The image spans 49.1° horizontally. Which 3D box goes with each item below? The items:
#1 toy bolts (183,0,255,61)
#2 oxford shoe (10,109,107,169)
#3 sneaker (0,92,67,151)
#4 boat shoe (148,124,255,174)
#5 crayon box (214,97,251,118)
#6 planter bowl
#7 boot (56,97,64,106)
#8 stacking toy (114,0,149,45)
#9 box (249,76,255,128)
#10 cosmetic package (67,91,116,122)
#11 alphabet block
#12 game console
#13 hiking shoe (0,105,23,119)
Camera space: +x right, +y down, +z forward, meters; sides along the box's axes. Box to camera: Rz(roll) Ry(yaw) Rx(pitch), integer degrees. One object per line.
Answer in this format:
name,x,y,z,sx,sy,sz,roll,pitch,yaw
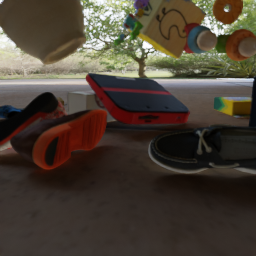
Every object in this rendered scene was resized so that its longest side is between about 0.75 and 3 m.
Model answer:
toy bolts,2.719,-2.854,8.119,2.060,1.967,1.429,-10,23,-5
oxford shoe,-1.153,0.012,5.356,0.848,0.832,2.338,17,18,21
sneaker,-2.010,0.156,5.618,1.828,0.980,0.610,-36,49,-7
boat shoe,1.356,0.264,4.273,2.086,0.789,0.629,-1,-28,4
crayon box,4.080,-0.786,10.124,1.253,0.514,1.992,-1,13,-5
planter bowl,-2.191,-2.807,7.870,2.388,1.607,2.388,-30,5,3
boot,-3.360,-1.104,12.048,1.031,0.341,0.903,-7,14,-26
stacking toy,0.181,-3.008,7.291,0.405,1.725,1.300,26,-2,-22
box,4.476,-0.440,6.265,2.689,1.439,1.996,-5,13,-24
cosmetic package,-0.753,-0.720,8.853,2.085,0.909,1.077,-12,18,-43
alphabet block,1.328,-3.858,10.198,1.773,1.816,1.783,24,13,-29
game console,0.318,-0.892,8.348,2.676,0.415,2.367,-1,34,-35
hiking shoe,-3.740,-0.472,8.815,1.198,0.446,0.519,3,12,15
